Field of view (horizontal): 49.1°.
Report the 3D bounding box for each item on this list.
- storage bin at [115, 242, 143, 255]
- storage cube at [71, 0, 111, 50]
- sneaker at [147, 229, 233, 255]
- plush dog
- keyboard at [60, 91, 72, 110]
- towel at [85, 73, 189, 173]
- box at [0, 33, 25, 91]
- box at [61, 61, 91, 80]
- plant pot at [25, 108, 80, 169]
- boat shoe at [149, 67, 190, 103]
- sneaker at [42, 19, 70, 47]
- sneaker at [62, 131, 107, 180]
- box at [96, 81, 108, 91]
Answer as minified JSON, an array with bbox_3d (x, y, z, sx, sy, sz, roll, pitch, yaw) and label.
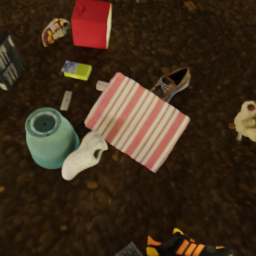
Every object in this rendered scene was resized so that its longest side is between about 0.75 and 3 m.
[{"bbox_3d":[0.362,4.255,6.820,1.146,1.652,2.444,-32,64,-18],"label":"storage bin"},{"bbox_3d":[-1.552,-4.480,12.118,1.481,1.648,1.408,7,59,-3],"label":"storage cube"},{"bbox_3d":[1.684,3.343,7.845,2.377,0.831,1.070,-7,62,-2],"label":"sneaker"},{"bbox_3d":[4.445,-0.253,10.055,1.254,1.172,1.461,-18,88,-26],"label":"plush dog"},{"bbox_3d":[-2.425,-1.070,10.968,0.253,0.048,0.899,8,60,-1],"label":"keyboard"},{"bbox_3d":[0.271,-0.204,9.458,2.995,0.448,2.192,34,92,5],"label":"towel"},{"bbox_3d":[-4.835,-2.521,10.778,0.724,1.837,1.296,20,61,11],"label":"box"},{"bbox_3d":[-2.144,-2.382,11.619,1.081,0.258,0.659,13,60,8],"label":"box"},{"bbox_3d":[-2.572,0.252,9.254,1.714,1.610,1.714,0,59,0],"label":"plant pot"},{"bbox_3d":[1.422,-1.583,10.775,0.876,0.878,2.426,40,67,21],"label":"boat shoe"},{"bbox_3d":[-3.220,-4.285,12.543,0.763,0.635,1.693,10,60,13],"label":"sneaker"},{"bbox_3d":[-1.418,1.001,8.985,0.748,0.656,1.866,41,96,30],"label":"sneaker"},{"bbox_3d":[-0.583,-1.526,11.101,1.362,0.282,0.263,16,60,8],"label":"box"}]
